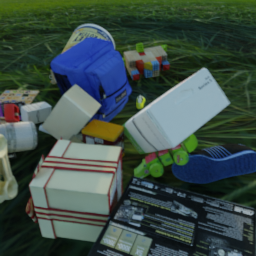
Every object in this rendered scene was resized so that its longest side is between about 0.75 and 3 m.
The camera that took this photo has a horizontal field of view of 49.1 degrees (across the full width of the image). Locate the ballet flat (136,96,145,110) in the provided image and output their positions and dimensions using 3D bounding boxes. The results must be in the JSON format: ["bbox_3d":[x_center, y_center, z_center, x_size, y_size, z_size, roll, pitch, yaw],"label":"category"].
[{"bbox_3d":[0.526,-1.169,12.008,0.355,0.356,1.063,-5,33,11],"label":"ballet flat"}]

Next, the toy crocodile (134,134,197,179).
[{"bbox_3d":[1.044,0.833,8.035,2.077,0.641,0.701,-29,17,14],"label":"toy crocodile"}]

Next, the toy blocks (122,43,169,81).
[{"bbox_3d":[1.030,-3.398,14.743,2.783,1.391,1.902,-13,45,-9],"label":"toy blocks"}]

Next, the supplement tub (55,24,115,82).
[{"bbox_3d":[-1.957,-3.051,12.805,2.141,2.141,2.965,7,54,11],"label":"supplement tub"}]

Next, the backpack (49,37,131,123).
[{"bbox_3d":[-1.155,-1.447,10.205,2.257,2.777,2.331,-39,47,-26],"label":"backpack"}]

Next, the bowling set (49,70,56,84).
[{"bbox_3d":[-3.276,-2.591,13.915,1.626,0.873,1.132,-2,12,-36],"label":"bowling set"}]

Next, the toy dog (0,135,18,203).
[{"bbox_3d":[-4.234,1.430,6.732,2.447,1.707,2.372,-12,19,-5],"label":"toy dog"}]

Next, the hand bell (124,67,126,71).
[{"bbox_3d":[-0.335,-3.464,15.664,0.475,0.475,0.912,-13,47,-19],"label":"hand bell"}]

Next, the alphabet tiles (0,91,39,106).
[{"bbox_3d":[-5.019,-1.225,12.390,1.600,0.072,1.914,1,32,2],"label":"alphabet tiles"}]

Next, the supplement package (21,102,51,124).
[{"bbox_3d":[-3.523,-0.560,10.771,1.000,0.584,0.586,-20,37,-40],"label":"supplement package"}]

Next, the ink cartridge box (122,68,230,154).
[{"bbox_3d":[1.171,-0.334,8.123,2.054,1.186,2.824,-36,2,-16],"label":"ink cartridge box"}]

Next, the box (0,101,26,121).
[{"bbox_3d":[-4.468,-0.635,10.828,1.083,0.774,0.196,-2,30,-4],"label":"box"}]

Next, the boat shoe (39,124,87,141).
[{"bbox_3d":[-2.181,0.003,9.803,1.808,0.641,0.652,10,0,2],"label":"boat shoe"}]

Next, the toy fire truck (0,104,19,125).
[{"bbox_3d":[-4.104,-0.204,8.853,1.418,0.490,2.011,-7,-10,-14],"label":"toy fire truck"}]

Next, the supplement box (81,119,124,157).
[{"bbox_3d":[-0.760,0.481,8.781,1.097,1.112,0.738,14,35,20],"label":"supplement box"}]

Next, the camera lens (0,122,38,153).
[{"bbox_3d":[-3.487,0.287,8.813,1.142,0.913,0.913,-6,31,-34],"label":"camera lens"}]

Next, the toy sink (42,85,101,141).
[{"bbox_3d":[-1.801,-0.393,8.902,1.047,1.607,0.900,39,36,-7],"label":"toy sink"}]

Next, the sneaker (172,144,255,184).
[{"bbox_3d":[2.523,1.008,8.340,2.565,0.900,0.999,-5,12,1],"label":"sneaker"}]

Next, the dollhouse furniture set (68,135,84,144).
[{"bbox_3d":[-1.663,1.203,8.488,1.274,1.038,1.211,39,39,-4],"label":"dollhouse furniture set"}]

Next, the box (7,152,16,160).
[{"bbox_3d":[-4.326,0.696,9.224,1.004,0.278,1.254,-16,36,-24],"label":"box"}]

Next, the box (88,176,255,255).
[{"bbox_3d":[0.968,2.450,5.635,2.805,1.208,2.297,12,35,17],"label":"box"}]

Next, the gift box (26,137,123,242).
[{"bbox_3d":[-1.197,1.319,6.695,1.934,2.072,1.911,4,28,8],"label":"gift box"}]
